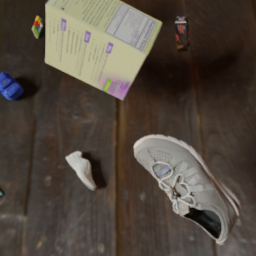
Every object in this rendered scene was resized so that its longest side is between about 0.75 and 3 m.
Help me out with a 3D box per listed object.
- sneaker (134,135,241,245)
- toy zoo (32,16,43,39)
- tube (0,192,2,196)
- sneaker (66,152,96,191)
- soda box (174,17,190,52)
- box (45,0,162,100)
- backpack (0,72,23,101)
[{"bbox_3d":[1.297,1.305,6.184,2.949,1.102,1.209,38,41,-1],"label":"sneaker"},{"bbox_3d":[-3.707,-4.174,11.495,0.084,0.537,0.818,10,70,5],"label":"toy zoo"},{"bbox_3d":[-4.714,2.380,9.098,1.161,0.293,0.450,-40,82,-19],"label":"tube"},{"bbox_3d":[-1.461,1.401,9.335,0.601,0.527,1.500,-35,72,-15],"label":"sneaker"},{"bbox_3d":[1.807,-3.098,9.321,0.402,1.136,0.360,5,53,20],"label":"soda box"},{"bbox_3d":[-0.833,-2.399,8.008,2.727,2.399,1.319,26,63,-4],"label":"box"},{"bbox_3d":[-4.445,-1.505,10.333,0.945,0.793,0.768,43,82,11],"label":"backpack"}]
